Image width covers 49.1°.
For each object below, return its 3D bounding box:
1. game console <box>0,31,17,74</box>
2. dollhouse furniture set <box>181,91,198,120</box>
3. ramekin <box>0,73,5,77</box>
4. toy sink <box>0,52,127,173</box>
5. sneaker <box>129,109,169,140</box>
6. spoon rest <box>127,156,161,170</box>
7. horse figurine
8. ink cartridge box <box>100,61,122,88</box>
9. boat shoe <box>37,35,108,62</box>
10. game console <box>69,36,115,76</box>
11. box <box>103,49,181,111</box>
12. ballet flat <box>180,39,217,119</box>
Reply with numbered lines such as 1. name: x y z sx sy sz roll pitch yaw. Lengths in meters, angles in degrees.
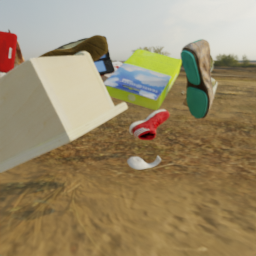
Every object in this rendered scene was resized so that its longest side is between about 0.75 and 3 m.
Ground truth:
1. game console: -2.856 -1.640 6.200 0.763 0.886 0.526 6 0 -13
2. dollhouse furniture set: 2.352 -0.934 10.220 1.025 0.874 0.501 33 59 12
3. ramekin: -5.162 -1.451 8.871 2.968 2.968 1.382 12 15 36
4. toy sink: -1.499 -0.517 5.936 1.832 1.574 2.810 -23 6 25
5. sneaker: 0.651 -0.012 6.840 1.141 0.447 0.659 -30 38 -14
6. spoon rest: 0.371 0.837 6.680 0.831 0.252 0.413 -2 33 -23
7. horse figurine: -3.100 -1.438 7.738 1.474 2.224 0.555 -6 23 33
8. ink cartridge box: -0.563 -2.196 12.469 1.672 0.799 1.905 32 37 30
9. boat shoe: -1.762 -2.061 8.410 2.421 0.886 0.785 -23 20 -10
10. game console: -1.469 -2.785 11.177 1.609 0.955 1.386 -14 50 -8
11. box: 0.462 -1.395 7.924 1.526 0.597 2.503 18 41 14
12. ballet flat: 1.955 -1.235 7.327 0.800 2.380 0.810 -41 50 -18
